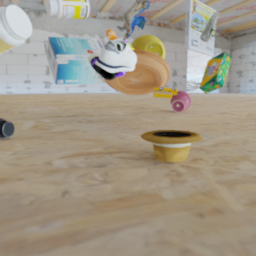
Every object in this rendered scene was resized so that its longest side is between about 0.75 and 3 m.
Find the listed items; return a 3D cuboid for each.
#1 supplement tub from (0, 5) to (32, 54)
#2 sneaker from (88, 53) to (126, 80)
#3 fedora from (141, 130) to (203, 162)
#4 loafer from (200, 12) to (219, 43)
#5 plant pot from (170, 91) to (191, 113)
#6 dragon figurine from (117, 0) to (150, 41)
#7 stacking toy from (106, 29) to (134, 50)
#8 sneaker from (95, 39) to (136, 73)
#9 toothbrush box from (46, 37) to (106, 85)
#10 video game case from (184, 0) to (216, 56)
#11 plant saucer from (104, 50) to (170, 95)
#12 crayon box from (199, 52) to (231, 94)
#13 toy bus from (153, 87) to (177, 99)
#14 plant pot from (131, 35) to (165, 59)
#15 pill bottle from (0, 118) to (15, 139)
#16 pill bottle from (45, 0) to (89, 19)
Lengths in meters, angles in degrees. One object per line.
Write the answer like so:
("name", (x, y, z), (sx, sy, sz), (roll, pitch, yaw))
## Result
("supplement tub", (-3.438, -2.608, 7.580), (1.412, 1.026, 1.026), (-14, 3, 25))
("sneaker", (-0.608, -1.910, 9.597), (1.657, 0.576, 0.824), (9, 42, -50))
("fedora", (1.057, 0.446, 6.866), (1.613, 0.658, 1.613), (0, 7, 0))
("loafer", (2.415, -2.899, 8.099), (0.304, 0.872, 0.305), (35, 21, 23))
("plant pot", (3.209, -1.530, 17.469), (1.283, 1.283, 1.149), (3, 26, 20))
("dragon figurine", (0.187, -3.547, 9.379), (0.997, 0.590, 2.004), (-38, -14, -17))
("stacking toy", (-0.292, -3.622, 13.371), (1.445, 2.632, 1.528), (-30, -8, -15))
("sneaker", (-0.170, -2.081, 7.931), (0.748, 0.788, 1.957), (28, 26, 11))
("toothbrush box", (-2.194, -3.130, 13.071), (2.764, 1.179, 2.023), (-5, 52, -27))
("video game case", (2.415, -3.286, 9.295), (0.195, 1.550, 1.703), (7, 8, 43))
("plant saucer", (0.364, -2.299, 12.543), (2.990, 0.483, 2.990), (1, -27, 1))
("crayon box", (2.505, -1.580, 8.051), (0.324, 1.113, 0.661), (33, -27, -20))
("toy bus", (1.609, -1.524, 12.178), (1.024, 0.401, 0.333), (5, -20, 7))
("plant pot", (1.132, -3.867, 14.455), (1.954, 1.954, 1.387), (-2, 12, -13))
("pill bottle", (-4.448, 0.015, 9.316), (1.256, 0.703, 0.703), (3, 10, 22))
("pill bottle", (-1.998, -3.980, 9.246), (1.319, 0.720, 0.720), (-12, 15, -31))
